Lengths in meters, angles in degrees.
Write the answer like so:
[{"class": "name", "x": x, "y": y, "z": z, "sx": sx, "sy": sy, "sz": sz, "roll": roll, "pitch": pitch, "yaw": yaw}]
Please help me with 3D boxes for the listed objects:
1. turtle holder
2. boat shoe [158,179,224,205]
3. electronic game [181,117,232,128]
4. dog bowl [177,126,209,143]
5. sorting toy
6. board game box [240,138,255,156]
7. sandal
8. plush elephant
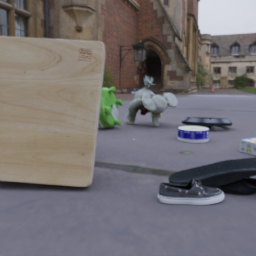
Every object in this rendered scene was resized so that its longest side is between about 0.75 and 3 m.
[{"class": "turtle holder", "x": -1.227, "y": -0.821, "z": 11.339, "sx": 1.489, "sy": 1.594, "sz": 2.097, "roll": -8, "pitch": -13, "yaw": 20}, {"class": "boat shoe", "x": 1.005, "y": 0.991, "z": 4.479, "sx": 1.065, "sy": 0.353, "sz": 0.372, "roll": 0, "pitch": 9, "yaw": 1}, {"class": "electronic game", "x": 3.286, "y": -0.217, "z": 11.769, "sx": 2.056, "sy": 0.428, "sz": 2.056, "roll": 1, "pitch": 4, "yaw": 0}, {"class": "dog bowl", "x": 2.149, "y": 0.207, "z": 9.263, "sx": 1.011, "sy": 0.398, "sz": 1.011, "roll": 0, "pitch": 9, "yaw": 0}, {"class": "sorting toy", "x": -1.931, "y": -0.310, "z": 5.636, "sx": 2.787, "sy": 2.770, "sz": 0.970, "roll": 4, "pitch": -12, "yaw": 3}, {"class": "board game box", "x": 4.088, "y": 0.580, "z": 7.066, "sx": 1.338, "sy": 0.341, "sz": 1.990, "roll": -4, "pitch": 10, "yaw": -26}, {"class": "sandal", "x": 1.802, "y": 0.904, "z": 4.948, "sx": 2.133, "sy": 0.510, "sz": 0.802, "roll": -11, "pitch": 8, "yaw": 9}, {"class": "plush elephant", "x": 1.054, "y": -0.906, "z": 12.074, "sx": 1.860, "sy": 2.259, "sz": 1.749, "roll": -6, "pitch": 32, "yaw": -22}]
